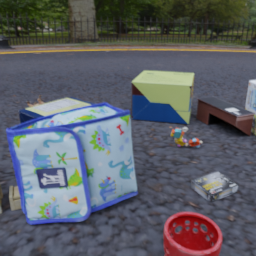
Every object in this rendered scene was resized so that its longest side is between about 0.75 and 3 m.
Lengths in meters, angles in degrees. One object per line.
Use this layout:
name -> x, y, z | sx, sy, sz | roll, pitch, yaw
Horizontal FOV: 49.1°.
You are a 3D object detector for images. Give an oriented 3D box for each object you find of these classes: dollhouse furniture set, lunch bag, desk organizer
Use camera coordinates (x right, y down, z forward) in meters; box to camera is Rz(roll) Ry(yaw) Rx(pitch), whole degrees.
dollhouse furniture set -> -3.943, 1.189, 7.900 | 2.592, 1.441, 2.292 | -8, 24, -19
lunch bag -> -1.365, 0.870, 7.202 | 2.939, 2.499, 1.873 | -14, 18, -27
desk organizer -> 4.231, -0.522, 12.542 | 0.974, 1.045, 2.715 | -9, 24, -21

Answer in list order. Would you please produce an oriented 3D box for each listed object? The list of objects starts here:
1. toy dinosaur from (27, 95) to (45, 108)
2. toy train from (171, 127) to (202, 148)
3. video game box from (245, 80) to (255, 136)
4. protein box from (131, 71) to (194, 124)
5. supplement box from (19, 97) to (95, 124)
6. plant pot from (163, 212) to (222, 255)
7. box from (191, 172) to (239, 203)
toy dinosaur -> -4.497, -0.931, 14.052 | 1.558, 1.056, 0.669 | -21, -15, 13
toy train -> 2.156, 0.314, 10.507 | 0.938, 1.249, 0.347 | -18, 42, 33
video game box -> 5.531, -0.731, 11.633 | 0.502, 2.143, 1.952 | -2, 22, -2
protein box -> 1.815, -1.640, 14.124 | 2.774, 1.886, 2.795 | 6, 23, 13
supplement box -> -2.176, 0.272, 9.271 | 1.397, 2.082, 2.079 | 19, 29, 38
plant pot -> 1.238, 2.409, 5.539 | 1.099, 1.001, 1.099 | 0, 22, 0
box -> 2.529, 1.705, 8.206 | 1.075, 0.260, 0.851 | -11, 25, -25
